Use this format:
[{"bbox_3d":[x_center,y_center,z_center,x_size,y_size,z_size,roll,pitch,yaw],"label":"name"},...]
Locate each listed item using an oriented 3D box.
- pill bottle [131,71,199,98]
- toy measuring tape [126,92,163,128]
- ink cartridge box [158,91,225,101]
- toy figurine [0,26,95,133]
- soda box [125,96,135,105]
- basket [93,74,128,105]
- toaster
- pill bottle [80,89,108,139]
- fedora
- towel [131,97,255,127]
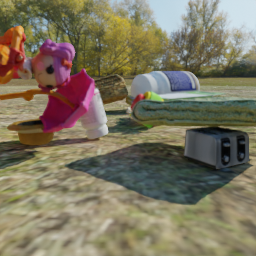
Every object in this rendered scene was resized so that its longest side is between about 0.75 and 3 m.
[{"bbox_3d":[1.620,-1.651,12.180,2.823,1.634,1.634,-8,13,-37],"label":"pill bottle"},{"bbox_3d":[0.480,-0.636,8.335,0.977,0.977,2.655,-2,10,-10],"label":"toy measuring tape"},{"bbox_3d":[1.861,-0.740,9.312,2.591,0.768,1.345,-9,13,-32],"label":"ink cartridge box"},{"bbox_3d":[-1.895,-0.868,4.792,2.675,2.907,2.182,-3,46,-21],"label":"toy figurine"},{"bbox_3d":[0.223,-1.019,11.067,0.260,0.275,0.813,-5,23,-32],"label":"soda box"},{"bbox_3d":[-0.917,-1.610,11.248,1.584,1.180,1.131,-16,-4,-15],"label":"basket"},{"bbox_3d":[1.413,0.296,4.587,0.792,0.519,0.875,-5,11,-30],"label":"toaster"},{"bbox_3d":[-0.813,-0.308,6.266,0.574,1.012,0.574,-15,13,3],"label":"pill bottle"},{"bbox_3d":[-1.928,0.090,5.884,1.120,0.457,1.120,-1,12,0],"label":"fedora"},{"bbox_3d":[1.466,-0.250,4.950,2.433,0.444,1.805,0,-2,36],"label":"towel"}]
